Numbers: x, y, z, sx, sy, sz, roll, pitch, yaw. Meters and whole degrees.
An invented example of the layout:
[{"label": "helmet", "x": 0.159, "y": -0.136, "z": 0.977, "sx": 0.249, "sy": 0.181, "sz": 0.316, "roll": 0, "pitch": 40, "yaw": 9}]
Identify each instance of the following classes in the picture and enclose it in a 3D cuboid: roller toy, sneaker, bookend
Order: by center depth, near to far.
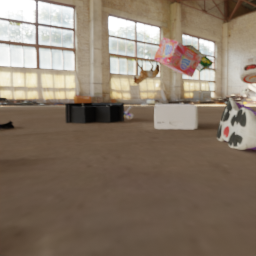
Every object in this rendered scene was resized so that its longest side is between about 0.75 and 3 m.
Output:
[{"label": "sneaker", "x": 2.944, "y": 0.039, "z": 6.846, "sx": 1.184, "sy": 1.144, "sz": 2.839, "roll": 15, "pitch": 16, "yaw": 3}, {"label": "roller toy", "x": 3.866, "y": -1.789, "z": 8.578, "sx": 0.832, "sy": 0.637, "sz": 0.912, "roll": 9, "pitch": -17, "yaw": -4}, {"label": "bookend", "x": -1.553, "y": -0.713, "z": 13.223, "sx": 1.990, "sy": 0.922, "sz": 2.003, "roll": 3, "pitch": 7, "yaw": 30}]

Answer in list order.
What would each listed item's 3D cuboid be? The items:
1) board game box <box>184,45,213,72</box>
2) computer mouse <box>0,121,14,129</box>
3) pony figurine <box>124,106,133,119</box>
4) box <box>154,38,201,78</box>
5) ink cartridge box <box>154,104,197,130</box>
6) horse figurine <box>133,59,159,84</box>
[{"label": "board game box", "x": 2.960, "y": -3.121, "z": 12.353, "sx": 1.440, "sy": 0.322, "sz": 2.748, "roll": 43, "pitch": 28, "yaw": 6}, {"label": "computer mouse", "x": -5.235, "y": -0.204, "z": 10.582, "sx": 1.946, "sy": 0.448, "sz": 1.366, "roll": 5, "pitch": 9, "yaw": 38}, {"label": "pony figurine", "x": -0.115, "y": -0.761, "z": 15.554, "sx": 0.904, "sy": 0.753, "sz": 0.873, "roll": 7, "pitch": 41, "yaw": 29}, {"label": "box", "x": 1.471, "y": -2.039, "z": 8.250, "sx": 1.341, "sy": 0.688, "sz": 0.635, "roll": 14, "pitch": 15, "yaw": -47}, {"label": "ink cartridge box", "x": 1.810, "y": -0.478, "z": 11.047, "sx": 1.551, "sy": 0.909, "sz": 2.118, "roll": 1, "pitch": 5, "yaw": 5}, {"label": "horse figurine", "x": 0.969, "y": -2.806, "z": 13.723, "sx": 1.762, "sy": 1.168, "sz": 0.440, "roll": -11, "pitch": 5, "yaw": -33}]
